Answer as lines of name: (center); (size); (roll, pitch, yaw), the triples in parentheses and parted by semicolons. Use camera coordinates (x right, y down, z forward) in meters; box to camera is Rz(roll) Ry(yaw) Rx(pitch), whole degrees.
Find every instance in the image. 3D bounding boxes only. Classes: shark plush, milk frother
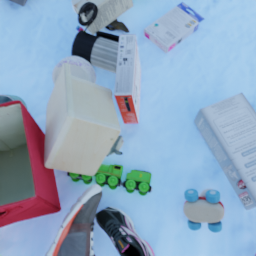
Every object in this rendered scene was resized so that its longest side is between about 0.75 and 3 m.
shark plush: (-0.610, 0.537, 8.069); (1.093, 0.455, 0.497); (-13, 31, 21)
milk frother: (-0.807, -2.793, 8.831); (1.634, 1.737, 1.567); (19, 69, 8)

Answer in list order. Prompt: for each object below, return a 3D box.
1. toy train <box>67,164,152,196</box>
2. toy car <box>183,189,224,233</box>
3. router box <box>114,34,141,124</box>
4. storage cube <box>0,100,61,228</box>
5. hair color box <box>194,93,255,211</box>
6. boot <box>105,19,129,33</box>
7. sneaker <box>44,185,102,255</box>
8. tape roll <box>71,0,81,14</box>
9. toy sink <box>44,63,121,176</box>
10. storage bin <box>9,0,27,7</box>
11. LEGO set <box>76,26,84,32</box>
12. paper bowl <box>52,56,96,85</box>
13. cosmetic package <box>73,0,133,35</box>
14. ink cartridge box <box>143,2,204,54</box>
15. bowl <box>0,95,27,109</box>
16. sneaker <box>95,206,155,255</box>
toy train: (-0.489, 1.321, 7.733); (2.394, 0.500, 0.675); (11, 59, 5)
toy car: (2.008, 1.936, 7.344); (1.004, 1.135, 1.046); (-3, 108, 21)
router box: (0.040, -1.350, 8.163); (0.483, 1.775, 1.977); (0, 66, 8)
storage cube: (-3.139, 1.116, 6.787); (2.248, 2.364, 2.629); (-15, 68, -7)
hair color box: (3.230, 0.596, 7.816); (1.447, 0.886, 2.924); (-22, 67, -9)
boot: (-0.411, -3.544, 9.961); (0.489, 0.377, 1.009); (-43, 63, -6)
sneaker: (-1.209, 2.795, 6.834); (1.170, 1.101, 2.856); (29, 82, -3)
tape roll: (-1.362, -4.744, 10.493); (1.529, 0.279, 1.529); (0, 67, 0)
toy sink: (-1.265, -0.279, 7.412); (1.416, 1.648, 2.528); (16, 33, -26)
storage bin: (-4.129, -5.332, 10.412); (1.068, 1.158, 1.591); (25, 65, -19)
LEGO set: (-1.612, -3.199, 9.580); (0.317, 0.830, 0.341); (41, 97, 16)
paper bowl: (-1.617, -1.578, 8.604); (1.289, 1.289, 0.671); (11, 39, 5)
cosmetic package: (-0.819, -4.167, 9.561); (1.814, 0.938, 0.792); (-36, 60, -6)
ink cartridge box: (1.630, -3.569, 9.915); (1.940, 0.407, 1.158); (-41, 71, -13)
bowl: (-3.442, -0.541, 8.341); (1.078, 1.078, 0.564); (23, 28, 10)
sneaker: (-0.099, 2.679, 6.827); (1.839, 0.794, 0.739); (39, 93, 16)
